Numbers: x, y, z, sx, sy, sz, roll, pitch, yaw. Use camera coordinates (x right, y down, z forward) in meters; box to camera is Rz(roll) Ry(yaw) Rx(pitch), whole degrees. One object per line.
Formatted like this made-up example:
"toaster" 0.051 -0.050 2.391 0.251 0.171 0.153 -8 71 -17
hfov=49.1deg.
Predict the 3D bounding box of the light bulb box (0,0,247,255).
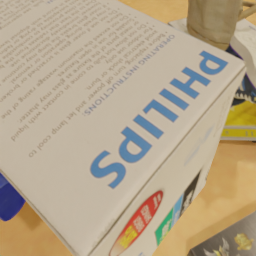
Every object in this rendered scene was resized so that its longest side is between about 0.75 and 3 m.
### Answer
"light bulb box" -0.546 0.041 3.401 2.810 2.785 1.753 36 71 24

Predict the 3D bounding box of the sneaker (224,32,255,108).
"sneaker" 1.243 -0.368 2.923 0.463 0.841 1.149 0 46 -11

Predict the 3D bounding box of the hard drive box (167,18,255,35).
"hard drive box" 2.932 -3.041 9.684 2.602 0.999 2.028 -19 51 -16

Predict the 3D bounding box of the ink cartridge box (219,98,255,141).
"ink cartridge box" 2.362 -0.823 7.357 2.833 0.666 2.799 2 45 27

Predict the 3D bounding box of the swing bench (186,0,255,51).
"swing bench" 2.367 -3.752 6.639 1.714 2.628 2.642 26 57 27

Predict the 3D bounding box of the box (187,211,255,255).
"box" 2.607 2.550 5.004 2.436 0.589 1.929 -21 52 -18

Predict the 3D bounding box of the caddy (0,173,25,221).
"caddy" -2.141 0.923 3.593 1.026 1.955 1.382 35 61 5

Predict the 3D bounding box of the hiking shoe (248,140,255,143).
"hiking shoe" 3.576 -0.070 6.975 0.841 1.118 2.222 -37 58 -28
